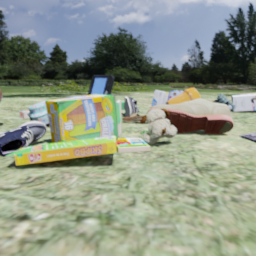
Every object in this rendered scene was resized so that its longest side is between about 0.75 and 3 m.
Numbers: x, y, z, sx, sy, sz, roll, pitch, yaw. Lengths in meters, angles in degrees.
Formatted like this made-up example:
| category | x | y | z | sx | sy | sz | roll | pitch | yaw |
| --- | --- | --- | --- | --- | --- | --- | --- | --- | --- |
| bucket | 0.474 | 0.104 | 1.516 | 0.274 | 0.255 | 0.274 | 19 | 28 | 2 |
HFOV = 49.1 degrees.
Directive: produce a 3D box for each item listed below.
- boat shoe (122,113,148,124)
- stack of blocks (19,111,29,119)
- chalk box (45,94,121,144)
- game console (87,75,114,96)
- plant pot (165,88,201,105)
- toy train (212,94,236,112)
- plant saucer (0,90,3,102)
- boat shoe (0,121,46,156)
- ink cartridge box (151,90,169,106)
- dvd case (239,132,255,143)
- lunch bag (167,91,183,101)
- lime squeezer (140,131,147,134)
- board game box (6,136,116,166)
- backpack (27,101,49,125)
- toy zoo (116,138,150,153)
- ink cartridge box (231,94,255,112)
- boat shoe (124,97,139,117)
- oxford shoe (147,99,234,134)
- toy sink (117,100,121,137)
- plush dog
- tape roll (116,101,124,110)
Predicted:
| category | x | y | z | sx | sy | sz | roll | pitch | yaw |
| --- | --- | --- | --- | --- | --- | --- | --- | --- | --- |
| boat shoe | 0.351 | -0.439 | 12.305 | 1.237 | 0.457 | 0.468 | 4 | 10 | 23 |
| stack of blocks | -4.861 | -0.698 | 14.252 | 0.645 | 0.328 | 1.120 | 9 | 13 | 39 |
| chalk box | -1.105 | -0.261 | 8.086 | 2.127 | 1.323 | 1.317 | -12 | 13 | -27 |
| game console | -2.458 | -2.288 | 17.679 | 1.687 | 2.550 | 2.899 | 13 | 2 | -34 |
| plant pot | 2.522 | -0.961 | 12.952 | 1.359 | 1.485 | 1.485 | -16 | 11 | -6 |
| toy train | 4.525 | -1.005 | 13.598 | 0.761 | 1.018 | 1.787 | 39 | 18 | -9 |
| plant saucer | -5.552 | -0.792 | 11.274 | 0.321 | 1.863 | 1.863 | 30 | -8 | -32 |
| boat shoe | -2.788 | 0.308 | 7.468 | 0.815 | 0.656 | 1.758 | 14 | 27 | 39 |
| ink cartridge box | 2.410 | -1.608 | 16.993 | 1.804 | 1.048 | 0.607 | 17 | 7 | 34 |
| dvd case | 4.116 | 0.298 | 8.814 | 0.763 | 0.082 | 1.026 | -10 | 11 | -8 |
| lunch bag | 2.951 | -1.415 | 15.519 | 1.537 | 1.231 | 0.581 | 9 | 6 | 10 |
| lime squeezer | 0.659 | 0.178 | 9.504 | 0.921 | 0.174 | 0.325 | 8 | 13 | 43 |
| board game box | -1.421 | 0.499 | 6.343 | 2.310 | 0.346 | 1.104 | -5 | 5 | -2 |
| backpack | -3.492 | -0.559 | 11.524 | 1.113 | 0.944 | 1.253 | -25 | 28 | -26 |
| toy zoo | 0.040 | 0.458 | 7.898 | 0.863 | 0.135 | 1.315 | -2 | 10 | -11 |
| ink cartridge box | 7.491 | -1.545 | 16.884 | 2.298 | 0.965 | 1.664 | -3 | 8 | 17 |
| boat shoe | 0.239 | -1.110 | 14.626 | 0.792 | 0.917 | 2.525 | 5 | 17 | -7 |
| oxford shoe | 2.123 | -0.482 | 9.785 | 2.906 | 1.028 | 1.073 | 8 | 52 | 1 |
| toy sink | -0.595 | -0.345 | 9.563 | 0.658 | 1.174 | 0.765 | 1 | 10 | 3 |
| plush dog | 0.834 | -0.127 | 8.008 | 1.041 | 0.894 | 0.835 | -18 | -22 | -6 |
| tape roll | -1.259 | -1.481 | 18.453 | 2.109 | 0.507 | 2.109 | -1 | 10 | 0 |
